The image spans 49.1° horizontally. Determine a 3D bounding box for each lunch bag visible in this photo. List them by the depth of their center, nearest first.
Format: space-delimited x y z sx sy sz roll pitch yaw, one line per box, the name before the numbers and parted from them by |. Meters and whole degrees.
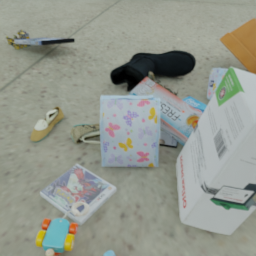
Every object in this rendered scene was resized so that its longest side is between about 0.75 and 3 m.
lunch bag | 0.059 0.020 6.935 1.475 1.740 1.106 -1 26 0
lunch bag | 3.029 -1.410 9.130 0.790 1.053 1.242 13 15 26

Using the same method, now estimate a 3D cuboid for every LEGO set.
LEGO set | -5.427 -4.457 13.797 1.034 0.779 1.344 -20 41 -24

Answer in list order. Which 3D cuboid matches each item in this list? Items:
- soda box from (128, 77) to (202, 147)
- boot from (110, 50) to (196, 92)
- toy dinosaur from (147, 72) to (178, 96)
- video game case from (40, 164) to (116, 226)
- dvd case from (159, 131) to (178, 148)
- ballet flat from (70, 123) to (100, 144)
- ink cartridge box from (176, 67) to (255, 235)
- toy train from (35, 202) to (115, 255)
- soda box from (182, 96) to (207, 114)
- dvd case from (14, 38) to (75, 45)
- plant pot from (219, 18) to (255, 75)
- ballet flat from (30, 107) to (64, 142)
soda box | 1.173 -0.376 7.857 0.817 0.879 2.570 -44 55 -7
boot | 0.933 -2.080 10.364 2.713 1.036 2.280 9 34 22
toy dinosaur | 1.300 -1.251 9.677 1.701 0.404 0.750 47 27 18
video game case | -1.133 1.457 6.408 1.304 0.150 1.188 24 43 29
dvd case | 1.000 0.306 8.014 0.867 0.076 0.618 9 37 11
ballet flat | -0.703 0.112 7.954 1.811 0.614 0.682 -14 60 -8
ink cartridge box | 1.989 0.499 5.508 1.127 2.674 1.953 16 38 -5
toy train | -0.838 2.287 5.048 1.417 0.525 1.887 -18 41 -28
soda box | 2.255 -0.377 8.572 0.529 0.500 1.560 -25 43 -29
dvd case | -3.864 -3.994 12.904 2.415 0.212 1.723 16 27 40
plant pot | 4.731 -3.204 10.791 2.004 1.403 2.004 36 26 -21
ballet flat | -2.442 -0.160 8.312 0.499 0.458 1.453 10 38 18
